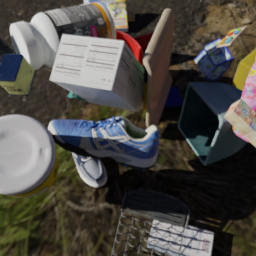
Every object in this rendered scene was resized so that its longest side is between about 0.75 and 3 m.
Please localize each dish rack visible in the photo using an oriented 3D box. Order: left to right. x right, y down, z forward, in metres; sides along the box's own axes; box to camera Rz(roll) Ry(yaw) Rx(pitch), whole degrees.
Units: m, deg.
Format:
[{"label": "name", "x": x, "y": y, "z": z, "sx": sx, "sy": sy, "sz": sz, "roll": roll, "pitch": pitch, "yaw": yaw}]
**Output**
[{"label": "dish rack", "x": 0.535, "y": 3.127, "z": 7.622, "sx": 2.116, "sy": 0.753, "sz": 2.759, "roll": 13, "pitch": 79, "yaw": 8}]

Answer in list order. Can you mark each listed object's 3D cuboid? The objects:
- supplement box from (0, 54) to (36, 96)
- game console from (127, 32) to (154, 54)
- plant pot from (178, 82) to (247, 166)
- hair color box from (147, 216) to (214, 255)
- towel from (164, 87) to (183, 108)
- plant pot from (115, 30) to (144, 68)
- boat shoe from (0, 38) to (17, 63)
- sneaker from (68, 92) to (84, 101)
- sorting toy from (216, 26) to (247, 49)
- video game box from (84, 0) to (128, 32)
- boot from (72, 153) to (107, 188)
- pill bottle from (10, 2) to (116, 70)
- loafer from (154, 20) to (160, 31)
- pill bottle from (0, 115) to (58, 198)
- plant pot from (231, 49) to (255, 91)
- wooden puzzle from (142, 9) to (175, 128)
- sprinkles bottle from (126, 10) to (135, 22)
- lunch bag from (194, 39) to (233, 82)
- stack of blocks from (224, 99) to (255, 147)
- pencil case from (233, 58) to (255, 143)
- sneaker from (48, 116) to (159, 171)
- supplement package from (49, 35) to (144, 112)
[{"label": "supplement box", "x": -3.059, "y": -1.433, "z": 7.675, "sx": 0.557, "sy": 0.829, "sz": 0.829, "roll": 4, "pitch": 68, "yaw": 11}, {"label": "game console", "x": -0.455, "y": -4.203, "z": 13.479, "sx": 2.884, "sy": 1.712, "sz": 2.486, "roll": -18, "pitch": 54, "yaw": -15}, {"label": "plant pot", "x": 3.411, "y": -0.304, "z": 10.049, "sx": 2.218, "sy": 2.172, "sz": 2.178, "roll": -10, "pitch": 44, "yaw": -16}, {"label": "hair color box", "x": 1.518, "y": 3.286, "z": 8.191, "sx": 1.761, "sy": 0.534, "sz": 0.872, "roll": 14, "pitch": 53, "yaw": 12}, {"label": "towel", "x": 1.453, "y": -1.253, "z": 11.988, "sx": 1.612, "sy": 0.399, "sz": 1.190, "roll": -4, "pitch": 44, "yaw": -3}, {"label": "plant pot", "x": -0.729, "y": -2.520, "z": 11.628, "sx": 2.267, "sy": 2.006, "sz": 2.267, "roll": 8, "pitch": 67, "yaw": -20}, {"label": "boat shoe", "x": -4.177, "y": -2.570, "z": 8.034, "sx": 2.183, "sy": 0.679, "sz": 0.814, "roll": 37, "pitch": 62, "yaw": -9}, {"label": "sneaker", "x": -1.839, "y": -1.371, "z": 9.557, "sx": 0.733, "sy": 1.214, "sz": 0.507, "roll": -45, "pitch": 18, "yaw": -9}, {"label": "sorting toy", "x": 2.988, "y": -2.648, "z": 8.153, "sx": 0.144, "sy": 0.791, "sz": 0.732, "roll": 44, "pitch": 87, "yaw": -13}, {"label": "video game box", "x": -1.231, "y": -6.266, "z": 15.278, "sx": 2.301, "sy": 0.539, "sz": 2.096, "roll": -5, "pitch": 86, "yaw": -3}, {"label": "boot", "x": -1.535, "y": 0.866, "z": 9.767, "sx": 0.896, "sy": 1.113, "sz": 2.464, "roll": -26, "pitch": 56, "yaw": -19}, {"label": "pill bottle", "x": -2.008, "y": -2.873, "z": 8.902, "sx": 2.954, "sy": 1.719, "sz": 1.719, "roll": -26, "pitch": 55, "yaw": -28}, {"label": "loafer", "x": 1.663, "y": -5.705, "z": 15.588, "sx": 0.312, "sy": 0.310, "sz": 0.857, "roll": 16, "pitch": 54, "yaw": 11}, {"label": "pill bottle", "x": -2.474, "y": 0.837, "z": 6.652, "sx": 1.593, "sy": 2.788, "sz": 1.593, "roll": 3, "pitch": 74, "yaw": -12}, {"label": "plant pot", "x": 5.569, "y": -2.230, "z": 11.943, "sx": 1.573, "sy": 1.573, "sz": 1.387, "roll": -38, "pitch": 58, "yaw": -26}, {"label": "wooden puzzle", "x": 0.898, "y": -1.732, "z": 8.629, "sx": 0.524, "sy": 2.814, "sz": 2.603, "roll": 11, "pitch": 55, "yaw": 16}, {"label": "sprinkles bottle", "x": -0.551, "y": -6.329, "z": 15.888, "sx": 1.825, "sy": 0.623, "sz": 0.623, "roll": -2, "pitch": 51, "yaw": -2}, {"label": "lunch bag", "x": 3.025, "y": -2.373, "z": 9.789, "sx": 0.744, "sy": 1.168, "sz": 0.993, "roll": 5, "pitch": 54, "yaw": -37}, {"label": "stack of blocks", "x": 3.040, "y": -0.130, "z": 6.911, "sx": 1.209, "sy": 0.354, "sz": 0.696, "roll": 43, "pitch": 58, "yaw": -1}, {"label": "pencil case", "x": 3.767, "y": -0.805, "z": 7.864, "sx": 1.103, "sy": 2.523, "sz": 1.103, "roll": 4, "pitch": 29, "yaw": -2}, {"label": "sneaker", "x": -0.576, "y": 0.154, "z": 7.304, "sx": 2.941, "sy": 1.133, "sz": 1.113, "roll": 13, "pitch": 30, "yaw": -7}, {"label": "supplement package", "x": -0.700, "y": -1.441, "z": 7.892, "sx": 1.794, "sy": 2.303, "sz": 1.277, "roll": 12, "pitch": 84, "yaw": 20}]
